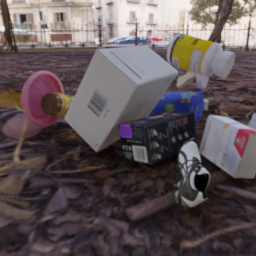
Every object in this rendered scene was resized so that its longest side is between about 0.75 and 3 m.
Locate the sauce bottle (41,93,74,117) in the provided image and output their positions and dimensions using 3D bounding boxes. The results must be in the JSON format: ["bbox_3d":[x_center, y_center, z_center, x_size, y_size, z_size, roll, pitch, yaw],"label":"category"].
[{"bbox_3d":[-2.142,-0.815,10.756,0.863,0.863,2.613,10,5,26],"label":"sauce bottle"}]

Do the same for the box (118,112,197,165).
[{"bbox_3d":[0.882,0.221,8.108,1.991,1.056,1.217,-16,13,-37],"label":"box"}]

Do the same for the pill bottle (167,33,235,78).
[{"bbox_3d":[3.088,-3.020,11.938,2.582,1.437,1.437,28,31,28],"label":"pill bottle"}]

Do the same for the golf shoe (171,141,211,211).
[{"bbox_3d":[1.458,0.934,5.981,0.783,0.644,1.658,-30,36,44],"label":"golf shoe"}]

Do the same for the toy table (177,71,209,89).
[{"bbox_3d":[3.685,-3.344,15.910,1.512,2.374,2.583,0,50,31],"label":"toy table"}]

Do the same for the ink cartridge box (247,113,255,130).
[{"bbox_3d":[4.388,-0.054,9.340,0.171,0.681,0.784,10,19,-27],"label":"ink cartridge box"}]

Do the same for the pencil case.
[{"bbox_3d":[1.403,-0.748,10.438,2.820,1.225,1.100,4,10,31],"label":"pencil case"}]

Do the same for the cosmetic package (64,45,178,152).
[{"bbox_3d":[-0.193,-1.037,8.933,1.639,2.658,2.666,44,35,15],"label":"cosmetic package"}]

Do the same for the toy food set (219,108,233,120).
[{"bbox_3d":[3.539,-0.214,10.123,0.245,0.843,1.221,-28,20,7],"label":"toy food set"}]

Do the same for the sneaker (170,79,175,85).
[{"bbox_3d":[1.121,-1.373,11.965,2.291,0.989,0.920,-36,-23,25],"label":"sneaker"}]

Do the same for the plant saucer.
[{"bbox_3d":[-3.168,-1.052,10.258,0.514,2.030,2.030,7,21,27],"label":"plant saucer"}]

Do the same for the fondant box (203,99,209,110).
[{"bbox_3d":[2.948,-1.255,13.316,1.137,0.459,1.576,-1,21,-11],"label":"fondant box"}]

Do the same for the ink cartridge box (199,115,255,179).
[{"bbox_3d":[2.719,0.454,7.443,0.697,1.201,1.627,6,17,-20],"label":"ink cartridge box"}]
